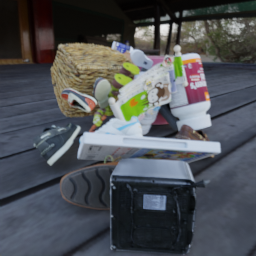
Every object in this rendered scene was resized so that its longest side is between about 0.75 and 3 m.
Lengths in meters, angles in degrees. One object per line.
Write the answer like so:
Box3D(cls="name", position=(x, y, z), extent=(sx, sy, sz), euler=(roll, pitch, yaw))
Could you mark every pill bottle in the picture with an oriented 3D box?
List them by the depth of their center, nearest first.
Box3D(cls="pill bottle", position=(2.033, -1.159, 9.625), extent=(1.344, 2.453, 1.344), euler=(-13, 1, 0))
Box3D(cls="pill bottle", position=(0.530, -0.815, 9.721), extent=(1.122, 1.979, 1.122), euler=(11, 32, -7))
Box3D(cls="pill bottle", position=(-0.191, -3.372, 12.587), extent=(1.168, 0.676, 0.676), euler=(15, 16, -8))

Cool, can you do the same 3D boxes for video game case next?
Box3D(cls="video game case", position=(0.318, 0.538, 6.355), extent=(2.787, 0.251, 1.996), euler=(5, -16, -12))

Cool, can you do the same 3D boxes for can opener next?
Box3D(cls="can opener", position=(1.244, -1.119, 10.265), extent=(0.694, 2.600, 0.869), euler=(-38, -2, -24))

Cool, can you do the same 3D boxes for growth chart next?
Box3D(cls="growth chart", position=(0.656, -1.026, 8.436), extent=(2.693, 1.949, 0.239), euler=(-37, 54, 3))

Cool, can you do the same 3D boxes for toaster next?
Box3D(cls="toaster", position=(0.439, 1.232, 4.494), extent=(1.470, 1.329, 0.872), euler=(2, 17, 5))

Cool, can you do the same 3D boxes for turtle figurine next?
Box3D(cls="turtle figurine", position=(-0.398, -1.104, 9.283), extent=(0.880, 2.203, 2.732), euler=(40, 46, 7))

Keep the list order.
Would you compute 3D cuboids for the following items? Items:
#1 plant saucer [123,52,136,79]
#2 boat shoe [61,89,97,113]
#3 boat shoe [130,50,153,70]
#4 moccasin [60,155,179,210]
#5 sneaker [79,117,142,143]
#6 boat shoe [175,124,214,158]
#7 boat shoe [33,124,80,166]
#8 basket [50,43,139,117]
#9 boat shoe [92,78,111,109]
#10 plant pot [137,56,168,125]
Box3D(cls="plant saucer", position=(-0.276, -2.140, 11.675), extent=(0.328, 2.034, 2.034), euler=(9, 12, -27))
Box3D(cls="boat shoe", position=(-1.349, -0.700, 7.259), extent=(1.158, 0.412, 0.362), euler=(21, 61, 28))
Box3D(cls="boat shoe", position=(0.365, -2.315, 9.408), extent=(0.423, 0.476, 1.293), euler=(41, 10, 28))
Box3D(cls="moccasin", position=(-0.106, 1.036, 5.839), extent=(2.581, 0.944, 0.996), euler=(-12, 3, -20))
Box3D(cls="sneaker", position=(-0.428, 0.134, 6.719), extent=(1.505, 0.608, 0.576), euler=(-10, -13, -2))
Box3D(cls="boat shoe", position=(1.857, 0.376, 7.417), extent=(0.643, 0.643, 1.828), euler=(11, -7, 37))
Box3D(cls="boat shoe", position=(-1.980, 0.217, 7.999), extent=(0.844, 0.897, 2.497), euler=(41, 11, -8))
Box3D(cls="basket", position=(-1.385, -1.775, 10.237), extent=(2.741, 2.042, 1.956), euler=(-10, 45, -41))
Box3D(cls="boat shoe", position=(-0.813, -1.070, 8.178), extent=(0.517, 0.455, 1.453), euler=(-29, -18, -11))
Box3D(cls="plant pot", position=(1.046, -1.715, 11.962), extent=(2.877, 2.575, 2.877), euler=(0, 17, 0))
